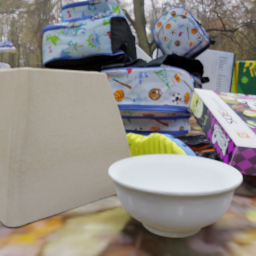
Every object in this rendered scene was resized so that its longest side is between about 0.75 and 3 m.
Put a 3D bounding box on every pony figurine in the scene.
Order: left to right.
[{"bbox_3d":[-4.732,-2.489,9.360,1.742,1.451,1.682,-23,-20,-48],"label":"pony figurine"}]

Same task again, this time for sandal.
[{"bbox_3d":[0.578,0.410,4.446,0.795,0.726,1.826,1,8,-23],"label":"sandal"}]

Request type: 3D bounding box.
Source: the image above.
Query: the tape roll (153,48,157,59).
[{"bbox_3d":[1.672,-2.971,11.739,1.223,1.223,0.404,3,-18,24],"label":"tape roll"}]

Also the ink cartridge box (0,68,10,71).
[{"bbox_3d":[-4.305,-1.092,10.351,1.153,2.041,2.781,0,6,27],"label":"ink cartridge box"}]

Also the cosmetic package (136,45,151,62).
[{"bbox_3d":[-0.094,-1.844,11.917,1.732,2.818,2.809,40,8,-3],"label":"cosmetic package"}]

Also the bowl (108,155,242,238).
[{"bbox_3d":[0.437,0.677,2.779,1.264,0.568,1.264,0,7,0],"label":"bowl"}]

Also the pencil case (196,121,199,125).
[{"bbox_3d":[2.819,-0.233,9.928,0.357,0.398,0.915,-34,14,-17],"label":"pencil case"}]

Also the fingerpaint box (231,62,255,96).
[{"bbox_3d":[3.969,-1.214,10.463,1.003,2.281,2.734,0,8,-2],"label":"fingerpaint box"}]

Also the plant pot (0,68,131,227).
[{"bbox_3d":[-1.097,0.037,3.796,1.781,1.579,1.783,-7,11,-44],"label":"plant pot"}]

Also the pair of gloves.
[{"bbox_3d":[1.731,0.400,5.704,2.264,0.314,2.541,-6,5,-28],"label":"pair of gloves"}]

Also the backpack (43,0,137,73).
[{"bbox_3d":[-1.124,-2.488,8.133,2.531,1.860,2.316,-5,0,12],"label":"backpack"}]

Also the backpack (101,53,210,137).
[{"bbox_3d":[0.514,-0.773,7.448,2.831,2.181,2.697,-4,-8,27],"label":"backpack"}]

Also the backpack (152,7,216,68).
[{"bbox_3d":[1.422,-2.595,7.970,1.561,1.486,1.202,-34,-10,15],"label":"backpack"}]

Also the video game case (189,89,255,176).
[{"bbox_3d":[2.548,0.039,4.550,2.652,0.475,2.404,6,25,-3],"label":"video game case"}]

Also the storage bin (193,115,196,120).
[{"bbox_3d":[2.847,-1.021,10.905,0.863,1.276,0.598,-18,-20,3],"label":"storage bin"}]

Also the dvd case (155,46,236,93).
[{"bbox_3d":[2.116,-1.698,9.132,2.595,1.851,0.228,8,-5,-2],"label":"dvd case"}]
